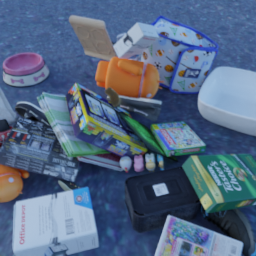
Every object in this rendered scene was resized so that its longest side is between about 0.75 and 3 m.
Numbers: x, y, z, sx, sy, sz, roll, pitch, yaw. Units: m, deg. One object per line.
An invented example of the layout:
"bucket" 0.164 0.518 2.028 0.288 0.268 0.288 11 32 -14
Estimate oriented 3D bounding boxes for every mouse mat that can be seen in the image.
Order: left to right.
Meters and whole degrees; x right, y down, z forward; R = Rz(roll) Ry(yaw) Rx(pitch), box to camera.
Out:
"mouse mat" 0.598 0.262 8.850 1.665 0.078 2.069 25 18 -47

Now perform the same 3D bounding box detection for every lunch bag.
"lunch bag" 1.947 -2.735 11.135 2.715 2.308 1.681 26 51 12

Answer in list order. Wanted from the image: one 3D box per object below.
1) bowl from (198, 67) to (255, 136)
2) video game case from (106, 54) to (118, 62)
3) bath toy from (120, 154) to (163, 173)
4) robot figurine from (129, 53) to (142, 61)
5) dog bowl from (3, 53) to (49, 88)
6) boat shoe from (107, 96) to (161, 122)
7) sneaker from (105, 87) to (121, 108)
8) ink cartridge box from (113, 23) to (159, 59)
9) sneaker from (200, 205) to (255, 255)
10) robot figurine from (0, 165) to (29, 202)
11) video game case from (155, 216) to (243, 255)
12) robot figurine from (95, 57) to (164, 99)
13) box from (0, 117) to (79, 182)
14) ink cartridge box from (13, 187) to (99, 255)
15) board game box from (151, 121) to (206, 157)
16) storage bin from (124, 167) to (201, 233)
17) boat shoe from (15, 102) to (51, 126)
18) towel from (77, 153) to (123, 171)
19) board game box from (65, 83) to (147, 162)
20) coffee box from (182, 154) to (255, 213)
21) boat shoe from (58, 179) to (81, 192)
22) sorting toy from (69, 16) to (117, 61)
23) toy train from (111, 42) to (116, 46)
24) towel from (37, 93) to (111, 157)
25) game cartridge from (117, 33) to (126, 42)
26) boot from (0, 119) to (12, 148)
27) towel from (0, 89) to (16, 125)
"bowl" 4.150 -0.910 10.234 2.975 1.110 2.970 21 46 21
"video game case" 0.137 -2.770 12.712 2.058 0.407 2.271 27 48 18
"bath toy" 0.386 1.080 8.226 1.272 0.470 0.553 -5 17 8
"robot figurine" 0.391 -3.114 12.278 0.958 0.541 0.813 -9 51 -43
"dog bowl" -4.590 -2.645 12.454 2.017 0.744 2.017 0 42 0
"boat shoe" 0.080 -0.727 10.099 2.538 0.723 0.849 11 1 43
"sneaker" -0.397 -0.956 9.402 0.359 0.480 1.070 -43 43 9
"ink cartridge box" 0.279 -3.023 9.845 0.951 1.311 0.549 -14 76 -50
"sneaker" 2.374 2.257 7.039 0.927 0.829 2.264 -19 37 -1
"robot figurine" -3.502 1.392 7.793 0.930 1.147 1.595 -52 52 10
"video game case" 1.376 3.062 5.985 1.698 0.221 1.866 16 65 18
"robot figurine" 0.076 -1.845 10.637 2.544 1.830 1.484 11 40 2
"box" -2.455 0.595 8.298 2.145 0.534 1.691 16 33 -13
"ink cartridge box" -1.737 2.344 6.807 1.823 0.783 1.335 -10 43 -10
"board game box" 1.550 0.312 9.048 1.211 0.262 1.799 -5 26 -11
"storage bin" 0.865 1.849 7.343 1.781 0.835 1.204 -9 43 -11
"boat shoe" -3.296 -0.340 9.913 1.926 0.712 0.581 24 52 12
"towel" -0.966 0.417 8.947 1.518 0.240 2.107 18 35 -27
"board game box" -0.687 -0.138 8.669 2.370 0.672 1.959 28 26 -38
"coffee box" 2.602 1.328 7.091 2.227 0.490 1.369 2 47 -27
"boat shoe" -1.585 1.692 7.875 0.907 0.332 0.284 25 50 25
"sorting toy" -1.428 -3.824 11.981 1.856 2.006 0.366 20 64 26
"toy train" -1.098 -3.903 13.074 1.457 0.249 0.334 15 67 16
"towel" -1.557 -0.139 8.419 1.694 0.348 2.270 -3 50 -50
"game cartridge" 0.256 -4.216 13.979 1.595 1.062 0.326 -1 44 -2
"boot" -4.145 0.729 8.372 1.769 0.888 2.452 -11 51 -15
"towel" -5.044 -0.390 9.347 2.224 0.383 1.474 -30 94 -15
